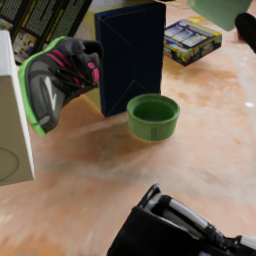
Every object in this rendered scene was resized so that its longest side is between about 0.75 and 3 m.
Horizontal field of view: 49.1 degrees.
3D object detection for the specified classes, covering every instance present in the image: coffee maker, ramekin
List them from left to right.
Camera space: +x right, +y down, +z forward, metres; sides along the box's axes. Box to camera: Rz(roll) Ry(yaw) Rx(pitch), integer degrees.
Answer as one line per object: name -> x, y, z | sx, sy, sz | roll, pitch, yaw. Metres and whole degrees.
ramekin -> 0.617, -0.252, 7.026 | 1.305, 0.638, 1.305 | 0, 38, 0
coffee maker -> 0.810, 2.051, 3.726 | 2.036, 1.371, 1.956 | 22, 74, 28

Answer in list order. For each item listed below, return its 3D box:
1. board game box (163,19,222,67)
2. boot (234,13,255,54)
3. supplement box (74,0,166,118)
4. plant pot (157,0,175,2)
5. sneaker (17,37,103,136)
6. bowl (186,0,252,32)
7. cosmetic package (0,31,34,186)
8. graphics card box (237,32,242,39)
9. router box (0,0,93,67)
board game box -> 2.167, -3.325, 10.751 | 1.768, 0.607, 2.139 | -30, 45, -15
boot -> 3.274, -2.406, 6.437 | 1.232, 1.503, 0.556 | -48, 24, 3
supplement box -> -0.518, -2.270, 7.928 | 1.821, 2.712, 2.709 | -19, 42, -23
plant pot -> 0.655, -3.965, 6.750 | 1.689, 1.693, 1.502 | 16, 48, 8
sneaker -> -0.672, -0.599, 3.099 | 0.696, 0.638, 1.662 | -3, 43, 14
bowl -> 2.482, -4.200, 7.666 | 1.455, 2.781, 2.781 | 9, 38, -1
cosmetic package -> -1.675, 0.064, 1.935 | 1.835, 1.384, 0.474 | -9, 55, -18
graphics card box -> 5.286, -4.262, 12.492 | 0.736, 0.298, 1.173 | 8, 40, 11
router box -> -1.252, -1.611, 3.828 | 1.191, 1.597, 0.408 | 26, 10, -25
